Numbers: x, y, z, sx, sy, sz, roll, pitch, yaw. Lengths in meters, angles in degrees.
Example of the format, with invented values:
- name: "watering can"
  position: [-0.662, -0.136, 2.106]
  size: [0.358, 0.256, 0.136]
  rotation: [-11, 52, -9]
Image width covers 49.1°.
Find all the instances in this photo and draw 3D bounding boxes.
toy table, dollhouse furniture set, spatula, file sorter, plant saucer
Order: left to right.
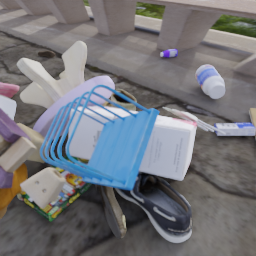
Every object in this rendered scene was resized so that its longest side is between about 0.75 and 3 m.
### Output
- name: "plant saucer"
  position: [-4.648, -1.308, 9.448]
  size: [1.789, 0.454, 1.789]
  rotation: [6, 4, 0]
- name: "dollhouse furniture set"
  position: [-2.343, 1.056, 5.523]
  size: [2.119, 2.674, 1.898]
  rotation: [43, 83, 8]
- name: "toy table"
  position: [-1.757, -0.953, 7.436]
  size: [2.565, 2.357, 1.502]
  rotation: [-34, 79, 6]
- name: "file sorter"
  position: [-0.587, 0.173, 4.524]
  size: [1.090, 1.233, 1.777]
  rotation: [28, -18, -24]
- name: "spatula"
  position: [1.779, -0.160, 7.496]
  size: [1.585, 0.127, 1.102]
  rotation: [26, -3, -21]

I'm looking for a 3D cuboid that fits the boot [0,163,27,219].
- name: "boot"
  position: [-2.347, 0.937, 5.590]
  size: [0.556, 1.132, 1.581]
  rotation: [17, 37, -10]

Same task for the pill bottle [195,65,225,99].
- name: "pill bottle"
  position: [2.995, -1.655, 10.140]
  size: [0.770, 0.770, 1.374]
  rotation: [-3, 39, -4]

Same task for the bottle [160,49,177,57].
- name: "bottle"
  position: [1.964, -3.573, 13.460]
  size: [0.831, 0.347, 0.271]
  rotation: [-13, 36, -17]

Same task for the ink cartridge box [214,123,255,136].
- name: "ink cartridge box"
  position: [3.060, 0.033, 8.079]
  size: [1.032, 0.228, 0.485]
  rotation: [0, 21, 6]

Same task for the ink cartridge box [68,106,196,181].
- name: "ink cartridge box"
  position: [0.175, 0.219, 6.609]
  size: [2.618, 1.084, 1.918]
  rotation: [10, 9, 16]

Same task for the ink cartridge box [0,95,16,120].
- name: "ink cartridge box"
  position: [-3.628, -0.138, 7.059]
  size: [1.590, 0.663, 1.154]
  rotation: [-9, 66, 38]

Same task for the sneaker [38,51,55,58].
- name: "sneaker"
  position: [-3.911, -3.623, 13.562]
  size: [0.898, 0.316, 0.339]
  rotation: [9, 32, 11]

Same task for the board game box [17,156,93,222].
- name: "board game box"
  position: [-1.389, 1.167, 6.548]
  size: [1.095, 0.245, 2.090]
  rotation: [20, 39, 29]

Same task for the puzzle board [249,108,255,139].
- name: "puzzle board"
  position: [4.540, 0.174, 8.038]
  size: [1.777, 0.205, 2.358]
  rotation: [8, 35, 11]

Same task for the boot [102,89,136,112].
- name: "boot"
  position: [-0.461, -0.719, 8.278]
  size: [1.547, 1.196, 0.558]
  rotation: [19, 67, 11]

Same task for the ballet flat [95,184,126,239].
- name: "ballet flat"
  position: [-0.331, 1.466, 5.759]
  size: [0.405, 0.588, 1.745]
  rotation: [-7, 33, -19]

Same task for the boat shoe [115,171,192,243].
- name: "boat shoe"
  position: [0.413, 1.306, 5.891]
  size: [0.880, 0.719, 2.383]
  rotation: [-19, 38, -25]
